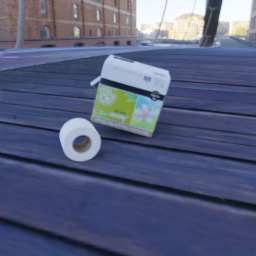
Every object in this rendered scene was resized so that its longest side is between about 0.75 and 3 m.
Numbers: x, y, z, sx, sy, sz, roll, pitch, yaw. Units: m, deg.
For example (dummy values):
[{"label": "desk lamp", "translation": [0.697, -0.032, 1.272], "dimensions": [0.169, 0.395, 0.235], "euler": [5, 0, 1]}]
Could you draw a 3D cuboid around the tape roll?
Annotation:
[{"label": "tape roll", "translation": [-1.355, 0.326, 7.854], "dimensions": [1.043, 1.043, 0.716], "euler": [-7, 21, -18]}]

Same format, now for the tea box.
[{"label": "tea box", "translation": [0.075, -1.098, 9.516], "dimensions": [2.138, 2.104, 1.429], "euler": [15, 23, -2]}]

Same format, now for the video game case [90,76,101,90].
[{"label": "video game case", "translation": [-0.814, -2.051, 12.976], "dimensions": [1.292, 0.158, 1.807], "euler": [-33, -21, 9]}]
